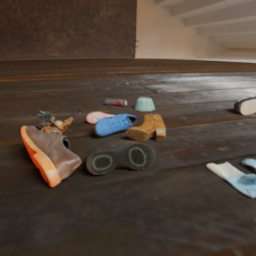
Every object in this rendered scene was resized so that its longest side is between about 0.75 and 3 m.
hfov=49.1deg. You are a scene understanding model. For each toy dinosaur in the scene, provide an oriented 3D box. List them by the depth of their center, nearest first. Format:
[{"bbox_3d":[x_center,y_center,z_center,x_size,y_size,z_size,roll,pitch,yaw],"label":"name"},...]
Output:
[{"bbox_3d":[-2.373,-0.005,8.888,1.000,0.752,1.473,28,15,27],"label":"toy dinosaur"}]

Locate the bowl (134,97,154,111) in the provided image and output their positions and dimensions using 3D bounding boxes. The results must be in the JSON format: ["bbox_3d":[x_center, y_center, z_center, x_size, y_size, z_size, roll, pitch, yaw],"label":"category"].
[{"bbox_3d":[0.719,-1.061,12.279,0.909,0.476,0.909,1,16,0],"label":"bowl"}]

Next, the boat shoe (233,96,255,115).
[{"bbox_3d":[5.416,-0.982,11.659,2.071,0.765,0.625,-12,24,-11],"label":"boat shoe"}]

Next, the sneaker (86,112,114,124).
[{"bbox_3d":[-0.930,-0.289,9.877,1.141,0.430,0.597,4,12,0],"label":"sneaker"}]

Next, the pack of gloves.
[{"bbox_3d":[2.799,0.969,6.075,1.443,0.339,1.717,-6,19,-16],"label":"pack of gloves"}]

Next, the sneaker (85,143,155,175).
[{"bbox_3d":[-0.194,0.663,6.625,1.738,0.660,0.789,-1,4,-20],"label":"sneaker"}]

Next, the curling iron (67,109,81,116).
[{"bbox_3d":[-2.181,-0.594,11.373,0.189,0.097,0.761,49,41,13],"label":"curling iron"}]

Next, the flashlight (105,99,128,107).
[{"bbox_3d":[-0.537,-1.140,12.811,1.013,0.343,0.344,2,-22,21],"label":"flashlight"}]

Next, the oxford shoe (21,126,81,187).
[{"bbox_3d":[-1.835,0.491,6.511,0.857,0.838,2.350,-28,39,-22],"label":"oxford shoe"}]

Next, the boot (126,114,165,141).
[{"bbox_3d":[0.540,-0.082,8.561,1.222,0.469,0.949,2,46,-6],"label":"boot"}]

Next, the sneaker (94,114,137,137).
[{"bbox_3d":[-0.357,-0.148,8.898,0.669,0.562,1.706,-12,4,39],"label":"sneaker"}]
